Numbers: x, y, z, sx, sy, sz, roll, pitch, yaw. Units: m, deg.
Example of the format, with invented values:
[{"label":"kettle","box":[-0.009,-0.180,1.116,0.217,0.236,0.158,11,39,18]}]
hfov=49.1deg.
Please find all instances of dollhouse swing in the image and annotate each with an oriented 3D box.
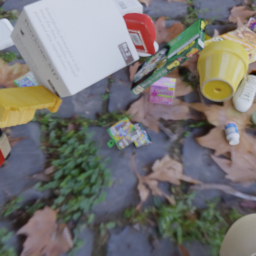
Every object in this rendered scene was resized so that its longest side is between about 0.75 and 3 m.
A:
[{"label":"dollhouse swing","box":[-3.054,-0.355,8.071,1.491,1.442,1.640,36,33,32]}]

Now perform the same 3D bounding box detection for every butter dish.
[{"label":"butter dish","box":[0.384,-3.549,10.023,1.568,1.572,1.162,21,71,30]}]

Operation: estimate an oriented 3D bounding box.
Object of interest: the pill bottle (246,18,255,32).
[{"label":"pill bottle","box":[6.409,-5.021,13.836,0.953,0.531,0.531,26,58,18]}]

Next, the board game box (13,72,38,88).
[{"label":"board game box","box":[-3.997,-2.010,11.831,1.343,0.196,0.904,-38,62,-24]}]

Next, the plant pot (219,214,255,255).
[{"label":"plant pot","box":[3.391,3.173,6.816,2.710,2.710,1.819,0,22,0]}]

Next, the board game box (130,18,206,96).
[{"label":"board game box","box":[0.921,-1.666,6.787,0.250,2.132,1.117,40,45,-22]}]

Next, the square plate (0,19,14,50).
[{"label":"square plate","box":[-6.579,-4.457,13.563,2.233,0.318,2.212,-29,59,-20]}]

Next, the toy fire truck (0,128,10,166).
[{"label":"toy fire truck","box":[-5.377,1.269,8.710,2.486,1.817,2.825,9,44,6]}]

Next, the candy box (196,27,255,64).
[{"label":"candy box","box":[4.645,-3.448,12.446,2.790,0.772,1.611,-23,52,-19]}]

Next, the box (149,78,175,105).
[{"label":"box","box":[1.324,-1.431,10.896,0.894,1.016,0.491,9,54,6]}]

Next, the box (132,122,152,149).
[{"label":"box","box":[0.393,0.265,10.172,0.627,0.173,0.917,-18,56,-13]}]

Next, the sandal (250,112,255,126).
[{"label":"sandal","box":[5.597,-0.404,10.423,1.961,0.560,0.779,-3,54,-2]}]

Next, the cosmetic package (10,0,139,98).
[{"label":"cosmetic package","box":[-1.737,-2.489,8.556,2.429,2.427,2.944,-34,17,-23]}]

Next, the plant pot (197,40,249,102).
[{"label":"plant pot","box":[3.571,-2.071,10.855,1.914,1.914,1.800,15,59,11]}]

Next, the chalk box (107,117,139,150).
[{"label":"chalk box","box":[-0.270,0.274,9.777,1.071,0.666,0.663,-33,57,-4]}]

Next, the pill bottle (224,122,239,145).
[{"label":"pill bottle","box":[3.725,0.210,10.059,0.433,0.433,0.772,0,55,0]}]

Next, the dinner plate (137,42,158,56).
[{"label":"dinner plate","box":[0.732,-3.883,13.243,1.376,0.167,1.376,1,55,-1]}]

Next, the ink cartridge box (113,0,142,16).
[{"label":"ink cartridge box","box":[-0.995,-5.662,13.889,2.819,1.187,2.038,-21,56,-14]}]

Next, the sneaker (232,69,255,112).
[{"label":"sneaker","box":[4.696,-1.561,11.103,0.739,0.859,2.029,20,58,12]}]
